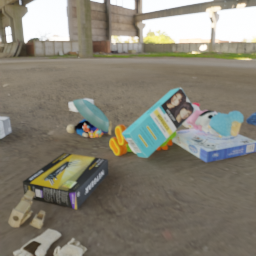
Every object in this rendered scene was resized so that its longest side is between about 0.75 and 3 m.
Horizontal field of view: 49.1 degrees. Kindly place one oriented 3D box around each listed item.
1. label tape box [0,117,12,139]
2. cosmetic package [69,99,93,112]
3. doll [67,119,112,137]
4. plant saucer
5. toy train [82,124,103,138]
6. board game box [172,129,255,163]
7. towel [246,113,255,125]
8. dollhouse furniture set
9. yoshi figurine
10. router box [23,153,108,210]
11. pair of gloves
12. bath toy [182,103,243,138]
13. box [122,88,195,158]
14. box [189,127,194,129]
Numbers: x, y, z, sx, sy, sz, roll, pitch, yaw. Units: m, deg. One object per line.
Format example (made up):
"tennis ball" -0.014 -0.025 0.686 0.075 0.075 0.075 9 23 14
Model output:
"label tape box" -6.039 0.183 11.177 1.678 0.737 2.327 2 18 6
"cosmetic package" -2.669 -1.302 15.980 0.673 0.490 1.324 14 22 35
"doll" -1.683 0.018 12.006 1.907 0.462 1.301 0 35 1
"plant saucer" -1.384 -0.580 11.173 1.828 0.329 1.828 41 11 -10
"toy train" -1.461 0.148 11.361 0.888 0.667 0.247 0 35 30
"board game box" 3.174 0.525 10.558 2.194 0.476 2.183 -7 20 -21
"towel" 6.398 -0.478 13.715 0.841 0.366 1.506 13 23 35
"dollhouse furniture set" -2.253 1.993 6.585 0.719 0.452 0.813 25 19 -3
"yoshi figurine" 0.576 0.145 10.410 2.545 1.425 1.430 -8 13 -30
"router box" -1.659 1.398 7.888 1.571 0.522 1.999 6 20 18
"pair of gloves" -1.485 2.404 5.438 1.181 0.207 1.004 12 22 30
"bath toy" 3.002 -0.357 10.716 1.298 1.103 2.985 38 -3 -19
"box" 1.070 -0.193 9.406 2.518 1.036 0.619 -42 15 -20
"box" 3.699 -0.165 12.644 2.326 0.450 0.482 -13 22 -33
